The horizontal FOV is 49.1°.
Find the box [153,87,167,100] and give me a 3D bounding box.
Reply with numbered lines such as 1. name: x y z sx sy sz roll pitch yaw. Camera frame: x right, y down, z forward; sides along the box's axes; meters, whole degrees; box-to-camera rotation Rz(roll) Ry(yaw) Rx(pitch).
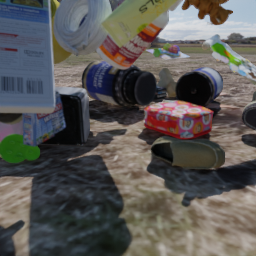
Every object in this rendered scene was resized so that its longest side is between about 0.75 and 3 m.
1. box: 0.595 -1.698 13.085 1.527 0.442 1.922 -14 23 -36

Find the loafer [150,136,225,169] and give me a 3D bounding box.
1. loafer: 1.198 0.572 5.996 1.717 0.653 0.579 3 17 43

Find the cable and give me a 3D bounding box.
1. cable: -0.965 -2.266 5.883 1.439 1.439 0.498 36 13 36

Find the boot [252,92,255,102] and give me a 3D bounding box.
1. boot: 5.123 -0.741 9.677 1.564 0.876 2.261 16 24 27

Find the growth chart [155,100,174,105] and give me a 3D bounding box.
1. growth chart: 1.552 -0.857 11.039 1.245 0.153 1.721 8 19 27

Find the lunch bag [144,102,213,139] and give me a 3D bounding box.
1. lunch bag: 1.374 -0.253 8.205 1.606 0.747 1.824 -15 23 -38

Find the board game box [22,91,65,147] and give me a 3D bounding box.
1. board game box: -1.416 -0.281 4.690 0.275 0.892 0.892 9 26 29

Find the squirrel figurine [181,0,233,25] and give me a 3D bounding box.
1. squirrel figurine: 2.805 -4.157 9.253 1.086 1.433 1.535 -35 -9 -21

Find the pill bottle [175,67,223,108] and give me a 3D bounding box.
1. pill bottle: 3.032 -1.700 11.469 1.466 1.466 2.622 10 20 27

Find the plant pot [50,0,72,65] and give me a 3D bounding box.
1. plant pot: -2.859 -3.488 9.378 2.251 2.251 1.598 -3 -14 -8

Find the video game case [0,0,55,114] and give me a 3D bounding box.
1. video game case: -2.060 -1.606 3.554 2.083 2.909 0.262 0 -15 -23

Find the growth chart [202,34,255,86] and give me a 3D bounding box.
1. growth chart: 3.038 -1.654 7.360 2.467 0.219 1.785 34 37 -1

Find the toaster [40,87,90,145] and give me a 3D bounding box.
1. toaster: -1.795 -0.364 7.331 1.399 1.547 0.918 0 23 5

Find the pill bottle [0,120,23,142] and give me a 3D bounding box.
1. pill bottle: -3.966 -0.257 7.396 2.201 1.274 1.274 7 20 21

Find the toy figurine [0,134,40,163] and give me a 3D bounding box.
1. toy figurine: -2.555 0.434 6.607 0.873 0.656 0.804 16 2 -23

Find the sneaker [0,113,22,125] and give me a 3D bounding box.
1. sneaker: -2.279 -1.543 4.831 1.080 2.888 1.534 5 -3 12

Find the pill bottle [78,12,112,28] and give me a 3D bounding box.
1. pill bottle: -0.834 -3.556 10.164 1.336 1.336 2.405 -12 35 -33

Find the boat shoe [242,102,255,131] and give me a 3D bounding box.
1. boat shoe: 4.441 -0.077 7.241 2.981 1.072 0.966 19 20 31

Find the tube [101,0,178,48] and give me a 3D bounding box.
1. tube: 0.729 -2.739 5.575 2.818 0.817 0.731 -39 30 8

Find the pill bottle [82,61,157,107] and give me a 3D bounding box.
1. pill bottle: -0.379 -1.779 11.382 2.991 1.673 1.673 17 25 42

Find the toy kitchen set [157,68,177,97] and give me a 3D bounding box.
1. toy kitchen set: 2.093 -2.071 13.442 1.162 1.288 1.051 -12 -20 -32

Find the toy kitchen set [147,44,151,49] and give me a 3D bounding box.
1. toy kitchen set: 0.624 -3.534 10.121 0.904 0.816 0.738 44 4 7

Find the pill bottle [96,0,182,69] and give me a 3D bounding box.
1. pill bottle: 0.225 -2.790 7.358 1.303 2.378 1.303 29 37 -25

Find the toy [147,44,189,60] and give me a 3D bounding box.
1. toy: 1.805 -3.382 12.176 1.103 0.452 1.916 34 37 30
